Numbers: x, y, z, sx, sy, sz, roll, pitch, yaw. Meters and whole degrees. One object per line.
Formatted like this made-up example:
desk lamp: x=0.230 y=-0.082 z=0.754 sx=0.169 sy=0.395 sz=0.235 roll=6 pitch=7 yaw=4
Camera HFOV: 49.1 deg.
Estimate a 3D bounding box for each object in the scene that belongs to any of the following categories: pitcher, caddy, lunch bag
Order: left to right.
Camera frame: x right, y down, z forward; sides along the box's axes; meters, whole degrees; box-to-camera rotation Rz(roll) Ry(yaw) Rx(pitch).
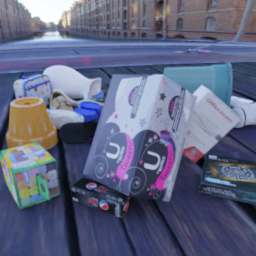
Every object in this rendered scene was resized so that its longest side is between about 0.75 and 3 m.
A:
lunch bag: x=-4.699 y=-1.774 z=13.953 sx=0.829 sy=1.758 sz=2.194 roll=7 pitch=23 yaw=17
pitcher: x=-3.264 y=-2.176 z=15.201 sx=2.975 sy=1.803 sz=2.552 roll=16 pitch=36 yaw=9
caddy: x=-1.772 y=-0.650 z=12.755 sx=1.327 sy=0.697 sz=0.938 roll=12 pitch=49 yaw=25

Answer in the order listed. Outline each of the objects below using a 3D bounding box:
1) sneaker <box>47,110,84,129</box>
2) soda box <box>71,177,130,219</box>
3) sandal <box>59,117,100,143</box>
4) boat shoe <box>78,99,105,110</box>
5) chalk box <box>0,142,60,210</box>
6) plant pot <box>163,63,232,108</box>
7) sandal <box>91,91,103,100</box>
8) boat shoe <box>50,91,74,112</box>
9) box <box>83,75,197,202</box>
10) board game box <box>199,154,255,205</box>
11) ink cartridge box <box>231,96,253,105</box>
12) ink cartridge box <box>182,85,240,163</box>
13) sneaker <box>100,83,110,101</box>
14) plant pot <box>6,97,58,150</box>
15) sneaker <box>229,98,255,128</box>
sneaker: x=-2.998 y=-0.383 z=12.013 sx=2.420 sy=0.870 sz=0.877 roll=10 pitch=11 yaw=22
soda box: x=-0.720 y=1.791 z=7.294 sx=1.533 sy=0.486 sz=0.543 roll=13 pitch=25 yaw=26
sandal: x=-1.245 y=0.112 z=10.478 sx=2.685 sy=1.009 sz=0.643 roll=-12 pitch=10 yaw=0
boat shoe: x=-1.450 y=-1.021 z=13.584 sx=1.946 sy=0.726 sz=0.606 roll=4 pitch=21 yaw=-7
chalk box: x=-2.601 y=1.320 z=7.561 sx=1.142 sy=1.147 sz=1.844 roll=-15 pitch=26 yaw=-31
plant pot: x=2.783 y=-1.499 z=11.992 sx=2.651 sy=2.706 sz=2.706 roll=6 pitch=24 yaw=7
sandal: x=-1.329 y=-1.930 z=15.649 sx=1.680 sy=0.731 sz=0.668 roll=-21 pitch=33 yaw=-36
boat shoe: x=-3.231 y=-1.054 z=13.343 sx=1.023 sy=0.917 sz=2.763 roll=-12 pitch=26 yaw=-26
box: x=0.310 y=0.205 z=7.235 sx=1.629 sy=2.839 sz=1.876 roll=19 pitch=-5 yaw=-42
board game box: x=3.520 y=1.520 z=8.064 sx=2.712 sy=0.382 sz=1.834 roll=9 pitch=25 yaw=18
ink cartridge box: x=5.144 y=-1.267 z=14.342 sx=1.095 sy=0.506 sz=2.010 roll=-19 pitch=31 yaw=-37
ink cartridge box: x=2.310 y=-0.120 z=9.197 sx=1.509 sy=2.055 sz=0.852 roll=38 pitch=17 yaw=-15
sneaker: x=-0.959 y=-1.559 z=13.953 sx=0.793 sy=1.862 sz=0.727 roll=-38 pitch=64 yaw=2
plant pot: x=-3.620 y=-0.184 z=10.376 sx=1.823 sy=1.669 sz=1.823 roll=0 pitch=23 yaw=0
sneaker: x=5.094 y=-0.819 z=12.816 sx=1.486 sy=0.971 sz=2.585 roll=-3 pitch=29 yaw=-8
